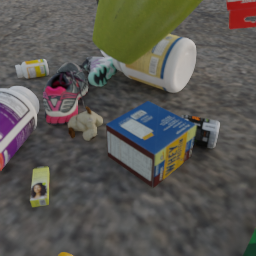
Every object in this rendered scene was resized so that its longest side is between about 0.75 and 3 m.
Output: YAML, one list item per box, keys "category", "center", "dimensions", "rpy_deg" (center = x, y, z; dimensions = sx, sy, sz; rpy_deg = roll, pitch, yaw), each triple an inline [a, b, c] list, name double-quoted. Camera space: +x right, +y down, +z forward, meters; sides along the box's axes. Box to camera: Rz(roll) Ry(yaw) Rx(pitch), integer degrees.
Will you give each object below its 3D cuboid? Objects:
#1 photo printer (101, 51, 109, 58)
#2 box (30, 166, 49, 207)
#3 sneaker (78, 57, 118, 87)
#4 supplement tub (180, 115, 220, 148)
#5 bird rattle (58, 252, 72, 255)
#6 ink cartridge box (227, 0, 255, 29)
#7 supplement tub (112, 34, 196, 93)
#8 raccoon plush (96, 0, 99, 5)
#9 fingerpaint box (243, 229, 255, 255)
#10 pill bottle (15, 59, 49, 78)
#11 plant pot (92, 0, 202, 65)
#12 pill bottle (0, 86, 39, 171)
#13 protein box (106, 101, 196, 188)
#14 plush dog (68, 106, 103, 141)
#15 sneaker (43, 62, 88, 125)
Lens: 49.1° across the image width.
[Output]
- category: "photo printer"
  center: [0.004, -3.216, 11.499]
  dimensions: [2.062, 0.716, 1.715]
  rpy_deg: [-22, 43, -25]
- category: "box"
  center: [-1.882, 1.235, 6.032]
  dimensions: [0.355, 0.237, 0.944]
  rpy_deg: [-7, 37, -10]
- category: "sneaker"
  center: [-1.304, -2.083, 10.074]
  dimensions: [1.370, 0.762, 1.959]
  rpy_deg: [12, 29, 18]
- category: "supplement tub"
  center: [1.690, 0.066, 7.173]
  dimensions: [1.160, 0.711, 0.711]
  rpy_deg: [12, 39, 15]
- category: "bird rattle"
  center: [-0.423, 2.584, 3.313]
  dimensions: [2.802, 1.578, 2.284]
  rpy_deg: [10, 28, 9]
- category: "ink cartridge box"
  center: [3.008, -3.565, 6.665]
  dimensions: [1.236, 2.127, 0.715]
  rpy_deg: [0, 32, 16]
- category: "supplement tub"
  center: [0.851, -2.356, 9.491]
  dimensions: [2.441, 1.766, 1.766]
  rpy_deg: [25, 44, 28]
- category: "raccoon plush"
  center: [-1.135, -4.239, 8.814]
  dimensions: [1.617, 1.084, 0.782]
  rpy_deg: [-5, 51, -24]
- category: "fingerpaint box"
  center: [3.246, 1.066, 4.461]
  dimensions: [2.881, 2.403, 1.057]
  rpy_deg: [-27, 45, -30]
- category: "pill bottle"
  center: [-3.483, -2.127, 10.166]
  dimensions: [1.065, 0.601, 0.601]
  rpy_deg: [-14, 39, -19]
- category: "plant pot"
  center: [0.268, -2.987, 6.839]
  dimensions: [2.459, 2.628, 2.459]
  rpy_deg: [29, 26, -16]
- category: "pill bottle"
  center: [-3.141, 0.005, 6.684]
  dimensions: [1.401, 1.401, 2.492]
  rpy_deg: [8, 37, 10]
- category: "protein box"
  center: [0.526, 0.308, 6.613]
  dimensions: [1.480, 0.999, 1.470]
  rpy_deg: [31, 47, 34]
- category: "plush dog"
  center: [-1.255, -0.152, 7.576]
  dimensions: [0.831, 0.777, 0.968]
  rpy_deg: [-13, 32, 22]
- category: "sneaker"
  center: [-1.895, -1.353, 8.729]
  dimensions: [1.194, 1.106, 2.962]
  rpy_deg: [-2, 37, -3]
